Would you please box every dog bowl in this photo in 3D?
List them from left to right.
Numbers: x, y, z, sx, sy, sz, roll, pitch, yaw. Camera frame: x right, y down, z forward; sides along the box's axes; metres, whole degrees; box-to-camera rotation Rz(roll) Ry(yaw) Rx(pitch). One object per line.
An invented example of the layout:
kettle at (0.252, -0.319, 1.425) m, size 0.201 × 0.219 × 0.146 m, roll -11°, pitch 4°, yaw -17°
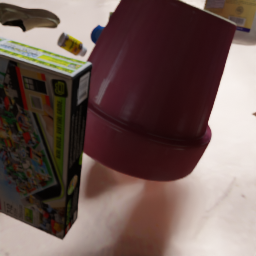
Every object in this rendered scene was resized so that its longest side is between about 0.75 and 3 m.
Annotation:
dog bowl at (-0.395, -2.495, 7.334) m, size 1.214 × 0.301 × 0.677 m, roll -27°, pitch 68°, yaw 4°

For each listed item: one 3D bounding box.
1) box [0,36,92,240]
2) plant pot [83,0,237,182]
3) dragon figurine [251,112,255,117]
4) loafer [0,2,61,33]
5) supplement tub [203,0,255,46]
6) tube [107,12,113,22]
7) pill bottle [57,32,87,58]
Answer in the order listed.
box at (-1.388, 0.272, 3.864) m, size 1.525 × 2.771 × 0.481 m, roll 18°, pitch 34°, yaw 11°
plant pot at (0.462, -0.968, 5.149) m, size 2.951 × 2.641 × 2.951 m, roll 18°, pitch 25°, yaw -9°
dragon figurine at (2.479, -0.553, 3.930) m, size 1.184 × 2.382 × 0.701 m, roll -47°, pitch 68°, yaw -1°
loafer at (-2.905, -3.116, 8.201) m, size 1.833 × 0.694 × 0.626 m, roll 0°, pitch 83°, yaw -25°
supplement tub at (3.161, -3.762, 7.994) m, size 1.847 × 2.540 × 1.847 m, roll 10°, pitch 16°, yaw -3°
tube at (-0.560, -2.857, 8.871) m, size 0.391 × 1.508 × 0.437 m, roll 15°, pitch 11°, yaw 10°
pill bottle at (-1.757, -2.605, 8.885) m, size 0.906 × 0.495 × 0.495 m, roll 23°, pitch 29°, yaw -36°
